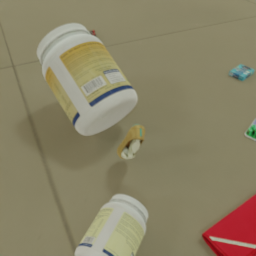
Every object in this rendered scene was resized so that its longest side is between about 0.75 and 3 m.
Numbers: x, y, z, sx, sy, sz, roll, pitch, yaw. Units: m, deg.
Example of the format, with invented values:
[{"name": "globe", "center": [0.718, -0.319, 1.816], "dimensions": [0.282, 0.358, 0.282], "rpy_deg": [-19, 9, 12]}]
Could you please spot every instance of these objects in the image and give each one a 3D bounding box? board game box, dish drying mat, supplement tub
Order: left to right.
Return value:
[{"name": "supplement tub", "center": [-1.243, -1.412, 8.268], "dimensions": [2.032, 2.032, 2.814], "rpy_deg": [-27, 78, -27]}, {"name": "supplement tub", "center": [-0.282, 2.230, 5.746], "dimensions": [1.073, 1.073, 1.480], "rpy_deg": [18, 45, 19]}, {"name": "board game box", "center": [4.568, -2.230, 11.284], "dimensions": [0.837, 0.197, 0.632], "rpy_deg": [-31, 51, -30]}, {"name": "dish drying mat", "center": [3.019, 2.149, 6.448], "dimensions": [2.722, 0.248, 1.046], "rpy_deg": [-24, 47, -24]}, {"name": "board game box", "center": [5.072, 0.046, 8.738], "dimensions": [2.112, 0.273, 2.112], "rpy_deg": [29, 50, 28]}]

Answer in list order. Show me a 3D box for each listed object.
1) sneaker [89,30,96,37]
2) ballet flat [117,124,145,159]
[{"name": "sneaker", "center": [-1.780, -4.540, 13.744], "dimensions": [0.411, 0.297, 0.841], "rpy_deg": [-8, 41, -9]}, {"name": "ballet flat", "center": [0.045, 0.513, 7.193], "dimensions": [0.521, 1.517, 0.478], "rpy_deg": [3, 53, -15]}]
